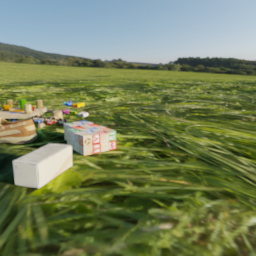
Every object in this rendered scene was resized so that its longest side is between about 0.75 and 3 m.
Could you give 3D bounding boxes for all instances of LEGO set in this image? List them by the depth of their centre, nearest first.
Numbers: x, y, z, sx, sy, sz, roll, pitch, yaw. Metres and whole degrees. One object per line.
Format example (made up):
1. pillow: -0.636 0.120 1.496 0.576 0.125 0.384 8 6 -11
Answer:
1. LEGO set: -2.670 -1.015 14.369 1.739 0.663 0.714 11 17 34

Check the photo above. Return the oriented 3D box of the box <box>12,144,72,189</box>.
1. box: -1.964 0.845 6.613 0.689 0.564 1.450 5 14 19

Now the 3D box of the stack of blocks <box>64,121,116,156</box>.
1. stack of blocks: -1.397 0.270 9.023 1.140 0.580 1.979 -10 16 -35

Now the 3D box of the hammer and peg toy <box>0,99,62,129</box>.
1. hammer and peg toy: -4.377 -0.671 12.198 2.722 0.960 2.002 1 13 2

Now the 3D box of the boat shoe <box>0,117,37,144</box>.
1. boat shoe: -4.268 0.053 9.287 2.387 0.881 0.903 -2 13 -9

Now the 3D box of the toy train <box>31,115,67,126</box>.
1. toy train: -3.239 -0.278 11.565 1.474 0.338 0.251 7 -20 -25
